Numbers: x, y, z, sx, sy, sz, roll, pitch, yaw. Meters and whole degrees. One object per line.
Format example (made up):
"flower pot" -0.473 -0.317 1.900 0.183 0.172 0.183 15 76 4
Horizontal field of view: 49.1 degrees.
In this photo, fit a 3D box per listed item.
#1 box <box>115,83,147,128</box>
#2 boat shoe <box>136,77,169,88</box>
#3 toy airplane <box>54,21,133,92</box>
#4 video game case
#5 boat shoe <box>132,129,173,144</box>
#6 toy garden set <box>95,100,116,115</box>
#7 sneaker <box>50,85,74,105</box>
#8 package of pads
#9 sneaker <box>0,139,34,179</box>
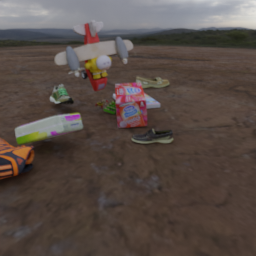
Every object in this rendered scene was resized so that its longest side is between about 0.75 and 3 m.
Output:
"box" 0.084 -1.040 12.022 1.222 1.170 2.451 -4 26 -1
"boat shoe" 1.578 -2.967 17.900 2.222 0.699 0.810 -4 22 -10
"toy airplane" -1.331 -3.145 11.934 2.763 2.775 1.958 32 7 -42
"video game case" 0.369 -1.436 14.666 1.789 0.218 2.502 -7 23 -16
"boat shoe" 0.865 0.264 9.964 1.480 0.480 0.542 -1 21 -4
"toy garden set" -0.901 -1.113 13.297 1.009 0.241 1.210 21 28 8
"sneaker" -3.224 -1.617 13.413 0.787 0.907 2.047 -4 13 -36
"package of pads" -2.551 0.001 9.205 1.805 0.615 1.394 -14 2 20
"sneaker" -3.542 0.784 8.262 1.389 0.962 2.480 -4 27 -27
